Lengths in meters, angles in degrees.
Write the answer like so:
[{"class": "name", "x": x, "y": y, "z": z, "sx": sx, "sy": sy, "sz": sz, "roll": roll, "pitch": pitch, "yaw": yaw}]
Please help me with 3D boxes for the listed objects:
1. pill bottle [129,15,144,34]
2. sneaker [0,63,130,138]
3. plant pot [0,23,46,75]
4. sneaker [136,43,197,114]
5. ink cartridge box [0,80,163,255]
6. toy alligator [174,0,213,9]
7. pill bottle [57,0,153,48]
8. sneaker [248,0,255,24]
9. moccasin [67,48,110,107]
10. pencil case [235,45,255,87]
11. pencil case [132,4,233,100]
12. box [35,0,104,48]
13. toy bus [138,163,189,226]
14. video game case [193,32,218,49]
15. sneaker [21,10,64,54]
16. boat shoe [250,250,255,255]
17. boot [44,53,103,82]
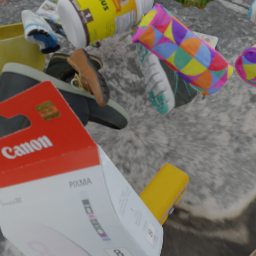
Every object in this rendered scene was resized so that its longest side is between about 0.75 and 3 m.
[{"class": "pill bottle", "x": 0.366, "y": -3.492, "z": 9.467, "sx": 0.628, "sy": 1.149, "sz": 0.628, "roll": -5, "pitch": 80, "yaw": 28}, {"class": "sneaker", "x": -1.196, "y": -0.072, "z": 5.172, "sx": 2.512, "sy": 0.939, "sz": 1.334, "roll": 19, "pitch": 78, "yaw": -28}, {"class": "plant pot", "x": -3.830, "y": -2.411, "z": 9.549, "sx": 2.444, "sy": 1.735, "sz": 2.444, "roll": -6, "pitch": 33, "yaw": 4}, {"class": "sneaker", "x": 0.991, "y": -1.669, "z": 7.320, "sx": 1.190, "sy": 1.012, "sz": 2.609, "roll": -11, "pitch": 80, "yaw": -17}, {"class": "ink cartridge box", "x": -1.202, "y": 1.056, "z": 4.186, "sx": 2.416, "sy": 2.973, "sz": 0.848, "roll": -17, "pitch": 34, "yaw": 29}, {"class": "toy alligator", "x": 1.211, "y": -2.726, "z": 5.912, "sx": 1.230, "sy": 0.408, "sz": 0.295, "roll": 11, "pitch": 71, "yaw": 10}, {"class": "pill bottle", "x": -0.534, "y": -2.996, "z": 7.111, "sx": 2.266, "sy": 1.238, "sz": 1.238, "roll": -30, "pitch": 56, "yaw": -17}, {"class": "sneaker", "x": 4.469, "y": -2.915, "z": 6.853, "sx": 2.807, "sy": 1.074, "sz": 1.134, "roll": -2, "pitch": 66, "yaw": 13}, {"class": "moccasin", "x": -0.709, "y": -0.833, "z": 4.746, "sx": 0.497, "sy": 0.471, "sz": 1.288, "roll": -34, "pitch": 65, "yaw": 4}, {"class": "pencil case", "x": 4.186, "y": -2.110, "z": 7.690, "sx": 2.681, "sy": 1.185, "sz": 1.185, "roll": -33, "pitch": 58, "yaw": -23}, {"class": "pencil case", "x": 1.162, "y": -1.562, "z": 5.919, "sx": 2.239, "sy": 0.990, "sz": 0.990, "roll": 34, "pitch": 48, "yaw": -21}, {"class": "box", "x": -1.628, "y": -3.353, "z": 8.589, "sx": 2.267, "sy": 0.394, "sz": 1.248, "roll": 24, "pitch": 68, "yaw": 13}, {"class": "toy bus", "x": 0.532, "y": 1.976, "z": 6.662, "sx": 0.747, "sy": 0.898, "sz": 2.294, "roll": 31, "pitch": 57, "yaw": 23}, {"class": "video game case", "x": 2.100, "y": -3.124, "z": 11.248, "sx": 2.422, "sy": 0.305, "sz": 2.661, "roll": 19, "pitch": 53, "yaw": 15}, {"class": "sneaker", "x": -2.511, "y": -2.830, "z": 8.247, "sx": 0.757, "sy": 2.018, "sz": 0.875, "roll": -23, "pitch": 86, "yaw": 1}, {"class": "boat shoe", "x": 2.708, "y": 3.149, "z": 5.670, "sx": 2.615, "sy": 0.939, "sz": 0.990, "roll": -31, "pitch": 57, "yaw": -23}, {"class": "boot", "x": -2.054, "y": -1.944, "z": 10.078, "sx": 2.065, "sy": 0.800, "sz": 1.428, "roll": 4, "pitch": 54, "yaw": 21}]
